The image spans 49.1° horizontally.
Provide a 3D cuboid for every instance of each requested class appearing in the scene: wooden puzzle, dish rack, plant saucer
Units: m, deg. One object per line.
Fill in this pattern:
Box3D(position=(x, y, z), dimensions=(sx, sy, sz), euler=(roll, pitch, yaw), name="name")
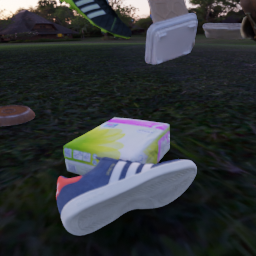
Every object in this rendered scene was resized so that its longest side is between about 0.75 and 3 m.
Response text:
Box3D(position=(1.603, -4.034, 10.697), dimensions=(2.038, 2.201, 0.509), euler=(-23, 15, -36), name="wooden puzzle")
Box3D(position=(1.133, -2.176, 7.092), dimensions=(1.407, 1.208, 0.306), euler=(-22, 56, -16), name="dish rack")
Box3D(position=(-4.074, -0.471, 9.584), dimensions=(1.682, 0.290, 1.682), euler=(-1, 20, 0), name="plant saucer")

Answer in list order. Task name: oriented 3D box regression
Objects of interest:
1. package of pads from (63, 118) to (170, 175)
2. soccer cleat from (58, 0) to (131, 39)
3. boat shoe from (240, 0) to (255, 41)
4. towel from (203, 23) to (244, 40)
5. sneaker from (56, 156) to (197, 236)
Box3D(position=(-0.102, 0.459, 6.428), dimensions=(1.719, 0.759, 2.225), euler=(9, 23, 27), name="package of pads")
Box3D(position=(-1.006, -4.021, 9.281), dimensions=(2.855, 1.157, 0.964), euler=(33, 28, -3), name="soccer cleat")
Box3D(position=(2.679, -2.060, 5.447), dimensions=(0.922, 0.921, 2.493), euler=(-3, -13, 29), name="boat shoe")
Box3D(position=(2.957, -2.936, 8.580), dimensions=(1.226, 0.211, 0.813), euler=(10, -3, 24), name="towel")
Box3D(position=(-0.011, 0.858, 4.880), dimensions=(2.542, 0.953, 1.074), euler=(-11, 38, -27), name="sneaker")
